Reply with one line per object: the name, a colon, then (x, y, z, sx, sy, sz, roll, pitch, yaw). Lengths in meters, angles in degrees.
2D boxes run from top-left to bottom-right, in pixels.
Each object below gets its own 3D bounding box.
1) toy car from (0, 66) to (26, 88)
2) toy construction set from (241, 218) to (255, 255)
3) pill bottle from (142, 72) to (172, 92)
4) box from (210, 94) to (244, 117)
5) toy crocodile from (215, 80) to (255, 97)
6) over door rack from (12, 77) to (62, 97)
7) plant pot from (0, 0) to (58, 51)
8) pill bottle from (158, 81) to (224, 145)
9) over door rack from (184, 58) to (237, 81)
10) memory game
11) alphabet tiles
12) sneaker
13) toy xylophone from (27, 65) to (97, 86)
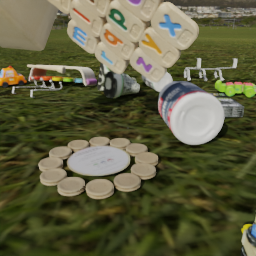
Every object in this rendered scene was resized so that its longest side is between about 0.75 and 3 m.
toy car: (-4.792, -1.935, 11.170, 1.209, 0.820, 2.464, -5, 21, -13)
toy construction set: (1.883, 1.369, 2.876, 1.198, 0.841, 1.826, 1, 10, 2)
pill bottle: (1.116, -1.981, 11.288, 0.810, 0.810, 1.432, -7, 23, -17)
box: (2.485, -0.714, 8.656, 1.592, 0.378, 1.537, 0, 19, 0)
toy crocodile: (4.121, -1.479, 10.383, 1.745, 0.539, 0.589, 4, 22, 8)
over door rack: (-3.493, -1.638, 10.839, 1.142, 0.515, 1.545, 12, 25, 30)
plant pot: (-2.371, -2.475, 5.685, 1.309, 1.310, 1.160, 12, -10, 26)
pill bottle: (1.411, -0.501, 6.980, 1.208, 1.208, 2.020, -2, 20, -6)
over door rack: (3.540, -2.494, 12.418, 1.669, 0.752, 2.259, -1, 0, -3)
memory game: (-0.568, 0.675, 5.435, 2.300, 0.147, 2.300, -1, 22, 0)
alphabet tiles: (-0.278, -1.971, 4.571, 2.778, 2.840, 0.207, 37, 67, -2)
sneaker: (-0.396, -1.782, 10.801, 1.298, 1.127, 2.930, 6, 24, -21)
toy xylophone: (-2.892, -2.218, 11.693, 2.911, 0.731, 2.131, 9, 13, 25)
